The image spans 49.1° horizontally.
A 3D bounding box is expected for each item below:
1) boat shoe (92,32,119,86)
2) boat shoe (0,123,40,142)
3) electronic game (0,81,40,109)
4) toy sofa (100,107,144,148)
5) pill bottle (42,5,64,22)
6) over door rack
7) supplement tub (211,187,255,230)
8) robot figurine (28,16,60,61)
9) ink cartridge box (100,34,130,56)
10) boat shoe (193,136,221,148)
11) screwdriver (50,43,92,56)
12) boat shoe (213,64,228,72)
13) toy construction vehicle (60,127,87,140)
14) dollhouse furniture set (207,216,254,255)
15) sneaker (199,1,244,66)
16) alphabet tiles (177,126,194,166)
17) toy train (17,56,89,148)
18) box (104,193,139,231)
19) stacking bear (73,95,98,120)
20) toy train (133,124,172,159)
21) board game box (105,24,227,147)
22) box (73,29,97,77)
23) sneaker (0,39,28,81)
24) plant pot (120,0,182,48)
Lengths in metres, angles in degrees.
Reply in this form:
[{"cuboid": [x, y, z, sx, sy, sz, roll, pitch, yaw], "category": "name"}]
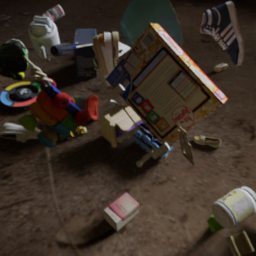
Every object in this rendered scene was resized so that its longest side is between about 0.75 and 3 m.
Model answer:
[{"cuboid": [-0.831, -2.458, 10.314, 0.901, 2.634, 0.984, -3, 61, -5], "category": "boat shoe"}, {"cuboid": [-4.079, 0.256, 10.685, 1.772, 0.638, 0.607, 11, 59, 8], "category": "boat shoe"}, {"cuboid": [-4.775, -1.510, 12.704, 2.029, 0.422, 2.029, 0, 42, 0], "category": "electronic game"}, {"cuboid": [0.369, -0.332, 10.876, 2.783, 1.152, 1.358, -29, 50, -28], "category": "toy sofa"}, {"cuboid": [-3.093, -4.671, 11.561, 0.788, 0.449, 0.449, -37, 52, -12], "category": "pill bottle"}, {"cuboid": [0.043, 0.078, 7.188, 0.820, 2.463, 1.820, -38, 85, -5], "category": "over door rack"}, {"cuboid": [2.593, 1.911, 6.751, 0.971, 0.704, 0.704, -25, 48, -19], "category": "supplement tub"}, {"cuboid": [-3.306, -3.523, 11.140, 1.062, 1.881, 1.595, 8, 66, -1], "category": "robot figurine"}, {"cuboid": [-1.238, -4.442, 15.952, 2.227, 0.558, 1.806, 31, 49, 17], "category": "ink cartridge box"}, {"cuboid": [2.984, 0.468, 10.625, 1.017, 0.320, 0.371, 16, 45, 17], "category": "boat shoe"}, {"cuboid": [-1.610, -2.659, 9.021, 0.368, 0.384, 2.639, 7, 27, 21], "category": "screwdriver"}, {"cuboid": [4.745, -3.147, 14.564, 0.953, 0.342, 0.284, -20, 41, -25], "category": "boat shoe"}, {"cuboid": [-2.217, -0.024, 11.093, 1.055, 0.372, 0.918, -10, 41, -15], "category": "toy construction vehicle"}, {"cuboid": [3.501, 3.501, 7.077, 1.960, 1.501, 2.991, -22, 61, 5], "category": "dollhouse furniture set"}, {"cuboid": [3.008, -2.936, 9.105, 1.106, 2.039, 0.715, -14, 4, 2], "category": "sneaker"}, {"cuboid": [1.339, 0.399, 6.564, 0.031, 0.829, 0.693, -17, 22, -6], "category": "alphabet tiles"}, {"cuboid": [-2.420, -0.568, 7.650, 1.557, 2.691, 1.139, -47, 51, -2], "category": "toy train"}, {"cuboid": [-0.193, 2.476, 8.306, 0.913, 0.497, 0.584, -33, 52, -30], "category": "box"}, {"cuboid": [-2.199, -0.860, 11.641, 1.672, 1.015, 0.951, 1, -4, 18], "category": "stacking bear"}, {"cuboid": [0.865, 0.486, 10.138, 0.721, 0.950, 1.663, -37, 53, -21], "category": "toy train"}, {"cuboid": [0.968, -1.112, 7.874, 2.799, 2.120, 0.648, 50, 33, 5], "category": "board game box"}, {"cuboid": [-2.096, -3.786, 14.157, 1.064, 1.812, 1.782, -2, 43, -2], "category": "box"}, {"cuboid": [-3.724, -2.341, 9.013, 0.993, 2.545, 1.084, 11, 82, -24], "category": "sneaker"}, {"cuboid": [0.734, -4.102, 11.390, 1.807, 2.684, 2.684, -29, 46, 1], "category": "plant pot"}]
